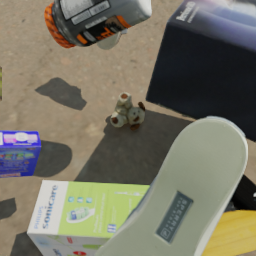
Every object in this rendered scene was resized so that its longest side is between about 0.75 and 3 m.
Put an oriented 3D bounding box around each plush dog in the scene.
[{"bbox_3d":[0.032,-0.389,8.100,0.890,0.832,1.036,20,80,-1],"label":"plush dog"}]

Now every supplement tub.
[{"bbox_3d":[-0.565,-2.204,5.159,1.793,1.099,1.099,-17,45,23],"label":"supplement tub"}]

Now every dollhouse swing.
[{"bbox_3d":[1.384,1.863,4.027,1.111,1.222,1.074,-13,73,-2],"label":"dollhouse swing"}]

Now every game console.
[{"bbox_3d":[1.865,1.457,5.947,2.769,0.334,1.634,-12,44,-45],"label":"game console"}]

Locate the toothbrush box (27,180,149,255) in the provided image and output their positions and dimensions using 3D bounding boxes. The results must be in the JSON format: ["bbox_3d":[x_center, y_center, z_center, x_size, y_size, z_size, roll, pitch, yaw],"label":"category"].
[{"bbox_3d":[-0.403,1.901,5.327,2.385,1.737,1.027,4,49,2],"label":"toothbrush box"}]

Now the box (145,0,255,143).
[{"bbox_3d":[2.257,-1.431,5.668,2.891,1.796,2.915,21,44,9],"label":"box"}]

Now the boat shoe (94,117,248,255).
[{"bbox_3d":[0.366,0.899,2.453,0.737,0.753,2.114,34,98,25],"label":"boat shoe"}]

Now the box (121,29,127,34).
[{"bbox_3d":[-0.627,-4.777,11.518,0.847,1.081,1.738,-10,50,-8],"label":"box"}]

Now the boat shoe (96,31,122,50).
[{"bbox_3d":[-0.469,-3.490,7.257,1.003,2.791,0.831,5,20,20],"label":"boat shoe"}]

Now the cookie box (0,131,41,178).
[{"bbox_3d":[-2.212,0.518,5.303,0.901,1.053,0.396,1,50,-29],"label":"cookie box"}]
